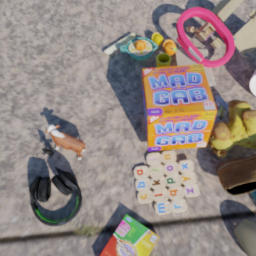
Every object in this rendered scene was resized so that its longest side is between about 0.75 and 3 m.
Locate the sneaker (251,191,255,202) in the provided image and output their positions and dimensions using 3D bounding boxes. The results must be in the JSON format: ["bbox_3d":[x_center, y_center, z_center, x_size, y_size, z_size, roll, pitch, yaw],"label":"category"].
[{"bbox_3d":[4.422,2.154,8.610,0.904,0.551,1.385,-19,75,-6],"label":"sneaker"}]

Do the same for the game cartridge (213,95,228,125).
[{"bbox_3d":[3.169,-0.584,9.883,0.661,0.203,0.992,36,72,-24],"label":"game cartridge"}]

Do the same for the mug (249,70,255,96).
[{"bbox_3d":[5.440,-1.779,10.134,1.785,1.318,1.565,46,59,-13],"label":"mug"}]

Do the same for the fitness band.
[{"bbox_3d":[2.859,-3.377,10.492,1.750,0.456,2.437,-36,84,-13],"label":"fitness band"}]

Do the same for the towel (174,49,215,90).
[{"bbox_3d":[2.501,-2.269,10.677,1.350,0.351,2.037,1,57,-1],"label":"towel"}]

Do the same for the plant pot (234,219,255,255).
[{"bbox_3d":[3.632,3.207,7.958,1.052,1.052,1.123,-34,52,-15],"label":"plant pot"}]

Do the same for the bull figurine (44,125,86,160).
[{"bbox_3d":[-2.052,0.460,9.156,1.521,0.923,0.495,26,57,14],"label":"bull figurine"}]

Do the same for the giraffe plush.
[{"bbox_3d":[3.354,0.164,9.227,1.512,1.609,1.865,-19,102,2],"label":"giraffe plush"}]

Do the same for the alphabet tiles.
[{"bbox_3d":[1.206,1.723,8.985,1.950,0.146,1.994,-9,66,1],"label":"alphabet tiles"}]

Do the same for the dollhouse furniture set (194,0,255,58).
[{"bbox_3d":[4.197,-3.754,11.357,2.361,1.540,2.229,42,99,-13],"label":"dollhouse furniture set"}]

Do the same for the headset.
[{"bbox_3d":[-2.309,1.794,8.763,1.503,1.144,2.434,-17,81,-4],"label":"headset"}]

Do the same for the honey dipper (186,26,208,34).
[{"bbox_3d":[2.622,-3.678,10.566,0.214,0.214,1.129,-30,33,-13],"label":"honey dipper"}]

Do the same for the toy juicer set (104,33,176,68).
[{"bbox_3d":[0.600,-3.265,10.862,2.702,0.735,1.719,21,60,17],"label":"toy juicer set"}]

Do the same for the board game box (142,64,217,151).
[{"bbox_3d":[1.479,-0.604,8.909,1.919,1.919,1.920,-5,55,1],"label":"board game box"}]

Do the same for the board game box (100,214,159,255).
[{"bbox_3d":[0.005,3.510,8.107,1.186,0.312,1.550,30,69,13],"label":"board game box"}]

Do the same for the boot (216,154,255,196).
[{"bbox_3d":[4.139,1.207,8.150,2.955,1.088,1.115,-25,24,18],"label":"boot"}]
